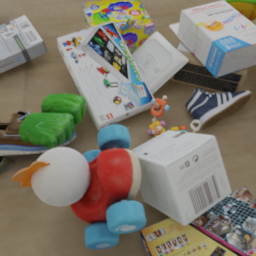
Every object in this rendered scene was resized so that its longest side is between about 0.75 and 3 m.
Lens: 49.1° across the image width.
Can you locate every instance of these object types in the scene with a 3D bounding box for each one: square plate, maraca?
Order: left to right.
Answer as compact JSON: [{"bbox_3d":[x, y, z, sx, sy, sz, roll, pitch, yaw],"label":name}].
[{"bbox_3d":[0.694,-2.091,9.147,1.899,0.270,1.881,-42,53,11],"label":"square plate"},{"bbox_3d":[4.651,-4.657,10.735,1.498,1.168,2.184,1,15,-41],"label":"maraca"}]

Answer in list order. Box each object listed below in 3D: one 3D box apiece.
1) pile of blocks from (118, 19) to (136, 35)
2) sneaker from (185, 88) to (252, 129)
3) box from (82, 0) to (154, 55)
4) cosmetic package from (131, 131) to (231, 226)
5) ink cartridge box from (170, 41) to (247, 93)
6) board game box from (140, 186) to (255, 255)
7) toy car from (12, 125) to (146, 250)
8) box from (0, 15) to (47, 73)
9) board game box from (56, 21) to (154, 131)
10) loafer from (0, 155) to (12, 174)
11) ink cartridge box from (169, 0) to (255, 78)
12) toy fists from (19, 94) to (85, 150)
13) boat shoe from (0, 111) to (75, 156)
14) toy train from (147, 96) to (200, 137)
[{"bbox_3d":[-0.094,-3.327,9.051,0.256,0.338,0.824,45,71,5],"label":"pile of blocks"},{"bbox_3d":[2.686,-0.845,8.474,2.026,0.710,1.099,-28,57,-18],"label":"sneaker"},{"bbox_3d":[-0.400,-3.616,10.361,2.207,1.347,2.126,-12,52,-9],"label":"box"},{"bbox_3d":[1.040,0.963,6.091,1.343,1.344,1.629,-26,15,-23],"label":"cosmetic package"},{"bbox_3d":[2.945,-2.621,9.712,2.335,1.064,2.834,16,53,12],"label":"ink cartridge box"},{"bbox_3d":[1.827,2.517,5.834,2.692,0.466,1.824,-17,52,-13],"label":"board game box"},{"bbox_3d":[-1.070,1.051,5.340,2.214,1.958,2.040,12,49,-28],"label":"toy car"},{"bbox_3d":[-4.467,-2.833,9.895,2.651,0.546,2.066,-29,55,-14],"label":"box"},{"bbox_3d":[-0.671,-1.628,8.423,1.884,0.516,2.984,-23,80,-16],"label":"board game box"},{"bbox_3d":[-3.568,1.084,7.038,0.479,0.444,1.275,34,58,25],"label":"loafer"},{"bbox_3d":[2.664,-2.977,8.669,1.633,0.962,2.837,-19,55,-16],"label":"ink cartridge box"},{"bbox_3d":[-1.745,-0.227,7.065,1.088,0.734,2.135,1,31,12],"label":"toy fists"},{"bbox_3d":[-2.745,0.113,7.201,2.723,0.986,0.984,-9,19,-16],"label":"boat shoe"},{"bbox_3d":[1.121,-0.155,7.696,1.559,0.434,1.171,32,98,22],"label":"toy train"}]
